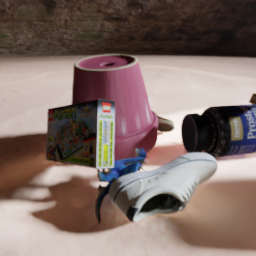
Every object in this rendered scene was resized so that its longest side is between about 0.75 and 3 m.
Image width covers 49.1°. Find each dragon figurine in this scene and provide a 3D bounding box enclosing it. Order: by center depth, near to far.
[{"bbox_3d":[-0.098,1.153,6.467,1.184,0.701,2.382,2,23,3],"label":"dragon figurine"}]

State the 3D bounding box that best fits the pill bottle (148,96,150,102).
[{"bbox_3d":[0.701,-1.512,14.799,0.848,0.480,0.480,7,20,18],"label":"pill bottle"}]

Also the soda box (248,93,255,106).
[{"bbox_3d":[3.690,-0.753,7.791,0.291,0.308,0.910,23,11,0],"label":"soda box"}]

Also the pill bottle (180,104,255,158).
[{"bbox_3d":[3.100,0.086,8.488,2.772,1.550,1.550,-4,19,-12],"label":"pill bottle"}]

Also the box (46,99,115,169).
[{"bbox_3d":[-1.332,0.168,7.164,0.481,1.525,2.771,3,-4,-38],"label":"box"}]

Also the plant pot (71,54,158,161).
[{"bbox_3d":[-0.559,-0.771,8.715,2.951,2.641,2.951,-3,27,2],"label":"plant pot"}]

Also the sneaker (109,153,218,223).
[{"bbox_3d":[0.984,1.347,6.075,2.772,1.012,0.981,-15,40,-25],"label":"sneaker"}]

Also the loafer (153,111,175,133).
[{"bbox_3d":[0.995,-0.309,10.716,1.833,0.694,0.626,13,62,35],"label":"loafer"}]
